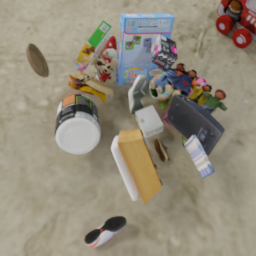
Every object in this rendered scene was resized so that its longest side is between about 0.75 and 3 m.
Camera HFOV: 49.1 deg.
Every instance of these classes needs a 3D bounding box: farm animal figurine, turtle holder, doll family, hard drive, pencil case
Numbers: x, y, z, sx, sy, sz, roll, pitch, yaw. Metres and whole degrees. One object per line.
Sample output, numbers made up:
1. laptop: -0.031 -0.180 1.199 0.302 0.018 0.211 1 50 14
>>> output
1. farm animal figurine: -0.968 -1.858 8.416 1.148 0.605 1.161 7 100 -7
2. turtle holder: 1.371 -1.563 11.792 1.025 1.349 0.958 34 51 27
3. doll family: 2.237 -1.461 10.315 2.984 1.171 1.725 44 67 7
4. hard drive: 2.124 -0.142 8.993 0.412 1.314 1.948 -31 61 -30
5. pencil case: 2.333 -1.079 11.335 1.037 1.005 2.215 17 75 55

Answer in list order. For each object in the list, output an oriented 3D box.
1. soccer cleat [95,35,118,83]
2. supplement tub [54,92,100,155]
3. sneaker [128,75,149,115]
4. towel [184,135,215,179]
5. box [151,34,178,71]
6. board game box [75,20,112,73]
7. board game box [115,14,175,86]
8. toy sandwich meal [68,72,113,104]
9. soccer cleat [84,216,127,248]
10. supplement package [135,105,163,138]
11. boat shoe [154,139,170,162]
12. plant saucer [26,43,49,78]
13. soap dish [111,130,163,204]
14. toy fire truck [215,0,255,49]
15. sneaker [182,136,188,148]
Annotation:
1. soccer cleat: -1.054 -2.967 11.912 0.942 2.211 0.759 37 46 22
2. supplement tub: -1.868 -0.296 10.376 1.546 1.546 2.523 -9 31 -4
3. sneaker: 0.308 -1.410 11.183 0.703 2.000 0.801 -9 55 -19
4. towel: 2.091 0.883 8.372 0.145 0.893 1.216 -21 73 -15
5. box: 1.279 -2.727 10.099 0.738 0.641 1.118 22 44 -19
6. board game box: -1.470 -3.232 11.450 0.427 2.120 1.622 36 77 -10
7. board game box: 0.612 -3.137 11.389 2.112 2.792 0.511 -9 40 -21
8. toy sandwich meal: -1.515 -1.631 11.395 1.965 1.965 0.673 34 102 16
9. soccer cleat: -0.708 3.522 9.482 1.558 0.570 0.531 -31 45 -4
10. supplement package: 0.830 -0.242 11.139 0.784 0.558 1.006 -22 64 -6
11. boat shoe: 1.365 0.881 11.053 0.379 0.380 1.054 3 47 -33
12. plant saucer: -3.384 -2.476 10.427 0.197 1.338 1.338 -20 64 10
13. soap dish: 0.295 1.083 9.212 1.030 2.536 1.995 -22 97 3
14. toy fire truck: 5.451 -5.281 12.935 1.554 2.328 2.772 -35 69 -16
15. sneaker: 2.371 0.393 10.684 0.543 0.536 1.421 17 23 5
